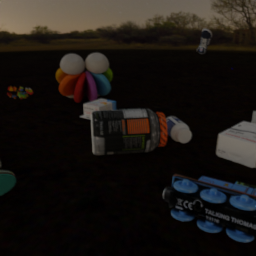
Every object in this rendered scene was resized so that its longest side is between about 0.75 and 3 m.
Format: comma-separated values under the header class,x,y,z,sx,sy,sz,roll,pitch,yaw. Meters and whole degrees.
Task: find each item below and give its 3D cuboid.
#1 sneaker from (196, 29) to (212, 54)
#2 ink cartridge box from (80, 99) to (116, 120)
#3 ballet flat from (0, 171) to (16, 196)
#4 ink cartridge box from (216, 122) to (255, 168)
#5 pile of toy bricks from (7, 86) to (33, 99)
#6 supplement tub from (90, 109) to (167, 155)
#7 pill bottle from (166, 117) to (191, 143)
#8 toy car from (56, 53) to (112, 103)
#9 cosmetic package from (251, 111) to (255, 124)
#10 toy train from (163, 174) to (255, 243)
class,x,y,z,sx,sy,sz,roll,pitch,yaw
sneaker,2.510,-2.828,9.299,0.337,0.521,0.960,24,-11,16
ink cartridge box,-1.340,-0.837,12.386,0.902,0.532,1.567,12,23,31
ballet flat,-3.503,1.408,6.116,0.705,0.685,1.981,12,27,37
ink cartridge box,3.702,0.452,8.560,1.746,0.723,1.279,-19,27,-42
pile of toy bricks,-5.794,-1.787,15.075,1.296,0.719,0.640,1,41,-49
supplement tub,-0.008,0.108,8.586,2.225,1.363,1.363,-2,20,-8
pill bottle,1.699,0.082,9.658,0.667,0.667,1.202,-5,21,-13
toy car,-2.172,-2.308,14.410,2.932,2.566,2.199,-6,56,-14
cosmetic package,5.206,-0.247,10.601,0.643,0.642,0.779,-6,21,-17
toy train,1.767,1.500,5.581,2.078,0.901,1.187,10,13,32
